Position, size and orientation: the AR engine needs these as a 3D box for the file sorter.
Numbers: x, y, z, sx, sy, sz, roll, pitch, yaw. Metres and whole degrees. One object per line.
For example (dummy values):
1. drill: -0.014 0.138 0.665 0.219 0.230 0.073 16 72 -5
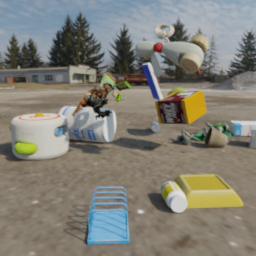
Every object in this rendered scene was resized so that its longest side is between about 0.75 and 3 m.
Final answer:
1. file sorter: -0.391 1.753 5.771 0.790 0.698 1.138 0 11 -2

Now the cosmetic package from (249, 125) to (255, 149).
1. cosmetic package: 6.318 0.457 11.789 2.100 0.947 1.122 10 15 29

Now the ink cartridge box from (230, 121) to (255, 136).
1. ink cartridge box: 6.159 0.032 14.502 1.494 0.632 1.080 0 11 9

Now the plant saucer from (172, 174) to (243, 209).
1. plant saucer: 2.007 1.592 7.415 1.530 0.371 1.530 -1 11 -4

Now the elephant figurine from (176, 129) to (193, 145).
1. elephant figurine: 2.629 0.402 12.717 0.604 0.662 0.853 -20 4 42

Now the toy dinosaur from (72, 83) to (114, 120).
1. toy dinosaur: -1.197 -0.923 10.107 1.198 1.765 0.901 45 4 31

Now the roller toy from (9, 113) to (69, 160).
1. roller toy: -3.458 0.216 11.034 2.133 1.634 2.338 -6 13 -27

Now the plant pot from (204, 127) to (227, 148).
1. plant pot: 3.795 0.484 12.040 0.769 0.886 0.886 16 12 1

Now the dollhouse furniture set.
1. dollhouse furniture set: -0.609 -1.923 13.034 0.665 0.868 1.325 -8 -35 41

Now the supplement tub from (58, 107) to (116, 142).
1. supplement tub: -1.951 -0.180 13.163 2.425 1.600 1.600 4 12 19

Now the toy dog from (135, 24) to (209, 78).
1. toy dog: 1.493 -2.270 9.087 1.606 1.173 2.435 -41 48 -13

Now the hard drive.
1. hard drive: 0.937 -1.828 11.058 0.183 1.446 0.954 -22 13 -5

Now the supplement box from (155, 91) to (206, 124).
1. supplement box: 2.076 -0.807 11.034 1.393 0.925 1.374 1 22 45

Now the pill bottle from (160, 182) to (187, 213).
1. pill bottle: 1.105 1.666 6.777 0.477 0.477 0.835 -1 12 -7

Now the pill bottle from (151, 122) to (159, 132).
1. pill bottle: 1.482 -0.061 15.452 0.445 0.445 0.783 0 12 2

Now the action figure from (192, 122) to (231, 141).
1. action figure: 4.453 0.081 14.123 1.729 0.800 2.927 2 8 26

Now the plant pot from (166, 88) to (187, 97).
1. plant pot: 2.443 -1.310 13.291 1.233 1.233 1.318 1 5 5
